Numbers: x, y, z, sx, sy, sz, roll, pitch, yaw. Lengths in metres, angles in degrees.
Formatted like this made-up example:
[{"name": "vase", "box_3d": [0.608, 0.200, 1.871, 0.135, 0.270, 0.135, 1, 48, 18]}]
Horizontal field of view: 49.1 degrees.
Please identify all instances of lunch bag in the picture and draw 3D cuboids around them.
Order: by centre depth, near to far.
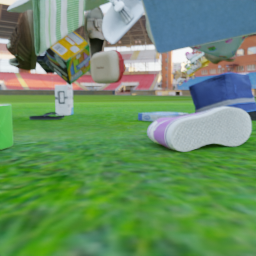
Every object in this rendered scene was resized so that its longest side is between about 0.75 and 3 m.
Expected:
[{"name": "lunch bag", "box_3d": [1.888, -2.353, 5.913, 1.430, 0.687, 1.783, 21, -22, 8]}, {"name": "lunch bag", "box_3d": [3.638, -0.960, 10.499, 2.568, 1.699, 1.745, -7, -7, -43]}]

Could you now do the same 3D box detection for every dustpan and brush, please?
[{"name": "dustpan and brush", "box_3d": [-0.260, -3.516, 8.153, 0.680, 1.659, 2.377, 39, 18, -28]}]

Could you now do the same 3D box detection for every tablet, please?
[{"name": "tablet", "box_3d": [1.429, -2.078, 4.643, 2.329, 0.159, 1.515, -8, -41, 16]}]

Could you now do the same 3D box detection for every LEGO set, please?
[{"name": "LEGO set", "box_3d": [2.457, -2.689, 10.890, 1.226, 0.992, 2.664, -26, -4, -4]}]

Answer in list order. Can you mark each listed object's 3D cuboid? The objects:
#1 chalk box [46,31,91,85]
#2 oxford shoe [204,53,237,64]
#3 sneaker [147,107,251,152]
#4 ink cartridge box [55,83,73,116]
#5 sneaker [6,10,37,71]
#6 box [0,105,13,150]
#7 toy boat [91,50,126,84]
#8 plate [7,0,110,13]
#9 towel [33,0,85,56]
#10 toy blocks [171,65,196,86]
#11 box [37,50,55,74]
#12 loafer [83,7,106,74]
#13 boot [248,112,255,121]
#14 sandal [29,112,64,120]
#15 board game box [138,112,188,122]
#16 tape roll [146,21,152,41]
[{"name": "chalk box", "box_3d": [-2.058, -2.370, 9.845, 1.098, 1.090, 1.759, 41, -21, 13]}, {"name": "oxford shoe", "box_3d": [2.864, -2.216, 8.718, 0.484, 0.514, 1.373, -20, 32, -11]}, {"name": "sneaker", "box_3d": [1.484, -0.031, 6.050, 2.254, 0.817, 1.285, -3, 4, -25]}, {"name": "ink cartridge box", "box_3d": [-3.610, -1.780, 15.790, 0.711, 2.095, 1.215, 0, 6, 3]}, {"name": "sneaker", "box_3d": [-3.031, -2.366, 7.948, 0.844, 0.787, 2.235, -3, -26, -20]}, {"name": "box", "box_3d": [-3.273, 0.052, 4.868, 1.636, 0.896, 1.854, 3, 8, 12]}, {"name": "toy boat", "box_3d": [-0.403, -1.504, 7.006, 0.789, 0.788, 1.207, -9, 11, -38]}, {"name": "plate", "box_3d": [-2.395, -4.571, 10.006, 2.893, 0.469, 2.899, -16, 17, -42]}, {"name": "towel", "box_3d": [-1.824, -3.419, 7.847, 0.306, 1.996, 2.617, 19, 40, 7]}, {"name": "toy blocks", "box_3d": [2.544, -2.474, 12.661, 0.859, 0.802, 0.723, -27, 14, 32]}, {"name": "box", "box_3d": [-3.052, -2.625, 10.797, 0.477, 0.770, 0.757, 8, -28, 28]}, {"name": "loafer", "box_3d": [-1.361, -3.695, 12.022, 1.049, 2.919, 0.918, -4, 28, -21]}, {"name": "boot", "box_3d": [5.773, -0.632, 12.502, 2.069, 0.722, 1.362, 14, 8, 19]}, {"name": "sandal", "box_3d": [-3.655, -0.536, 12.594, 1.550, 0.332, 0.589, -1, 6, -8]}, {"name": "board game box", "box_3d": [1.499, -0.468, 11.952, 1.540, 0.334, 1.533, -6, 10, -43]}, {"name": "tape roll", "box_3d": [1.146, -3.242, 9.343, 0.249, 1.363, 1.363, -38, 22, -21]}]
